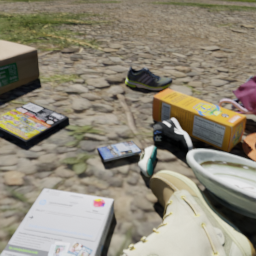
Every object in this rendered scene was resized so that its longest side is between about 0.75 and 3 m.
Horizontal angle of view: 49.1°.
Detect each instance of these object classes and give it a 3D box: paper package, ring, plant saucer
[{"bbox_3d":[-5.775,-2.672,12.179,2.713,1.472,2.846,18,35,27],"label":"paper package"},{"bbox_3d":[4.211,0.694,7.939,1.861,0.179,1.861,1,31,0],"label":"ring"},{"bbox_3d":[2.515,1.277,6.008,2.739,0.687,2.739,14,12,-3],"label":"plant saucer"}]

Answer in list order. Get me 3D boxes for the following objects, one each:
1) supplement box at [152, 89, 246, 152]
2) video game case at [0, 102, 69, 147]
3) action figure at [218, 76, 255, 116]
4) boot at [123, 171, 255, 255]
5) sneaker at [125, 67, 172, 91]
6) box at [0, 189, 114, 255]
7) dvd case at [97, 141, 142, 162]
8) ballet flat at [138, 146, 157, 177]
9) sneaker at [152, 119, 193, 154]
[{"bbox_3d":[2.129,-0.325,8.856,2.867,0.986,0.954,28,42,35],"label":"supplement box"},{"bbox_3d":[-3.300,-0.190,9.306,1.976,0.252,1.786,20,37,28],"label":"video game case"},{"bbox_3d":[4.234,-0.549,8.622,1.851,1.665,2.486,-23,47,-6],"label":"action figure"},{"bbox_3d":[0.657,1.922,5.201,2.032,0.947,2.628,-17,36,-25],"label":"boot"},{"bbox_3d":[0.860,-2.117,11.887,2.038,0.825,0.753,7,32,11],"label":"sneaker"},{"bbox_3d":[-1.305,2.127,5.353,1.637,0.432,2.099,6,33,9],"label":"box"},{"bbox_3d":[-0.263,0.646,7.950,1.106,0.097,0.789,-12,22,-16],"label":"dvd case"},{"bbox_3d":[0.489,0.911,7.441,0.429,0.429,1.236,8,29,12],"label":"ballet flat"},{"bbox_3d":[1.210,0.353,8.221,0.902,0.589,1.612,-15,32,-5],"label":"sneaker"}]
